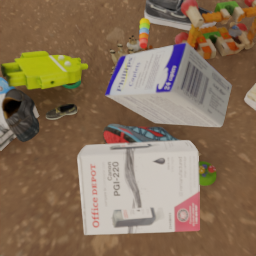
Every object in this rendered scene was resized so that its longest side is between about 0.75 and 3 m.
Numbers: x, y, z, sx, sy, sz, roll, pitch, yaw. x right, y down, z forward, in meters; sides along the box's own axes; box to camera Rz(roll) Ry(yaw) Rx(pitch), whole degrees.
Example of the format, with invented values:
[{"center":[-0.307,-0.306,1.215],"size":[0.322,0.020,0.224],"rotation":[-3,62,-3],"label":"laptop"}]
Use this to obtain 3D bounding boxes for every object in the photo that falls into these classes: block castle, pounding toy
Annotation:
[{"center":[3.201,-3.669,9.910],"size":[2.862,1.912,1.343],"rotation":[-12,58,-8],"label":"block castle"},{"center":[2.086,1.124,7.845],"size":[0.717,0.431,0.929],"rotation":[-29,63,-17],"label":"pounding toy"}]

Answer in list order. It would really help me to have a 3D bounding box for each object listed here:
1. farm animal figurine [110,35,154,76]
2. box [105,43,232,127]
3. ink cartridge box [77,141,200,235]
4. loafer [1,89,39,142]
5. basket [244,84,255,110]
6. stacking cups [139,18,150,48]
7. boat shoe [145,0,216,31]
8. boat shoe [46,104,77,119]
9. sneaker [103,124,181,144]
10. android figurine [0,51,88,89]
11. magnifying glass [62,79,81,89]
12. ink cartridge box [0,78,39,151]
[{"center":[0.016,-2.134,9.615],"size":[1.828,0.953,1.808],"rotation":[-33,52,-10],"label":"farm animal figurine"},{"center":[0.893,-0.848,6.284],"size":[2.027,1.864,1.063],"rotation":[5,73,49],"label":"box"},{"center":[0.128,0.688,3.343],"size":[1.343,0.570,0.978],"rotation":[-3,98,4],"label":"ink cartridge box"},{"center":[-2.468,-0.469,6.182],"size":[0.658,0.653,1.808],"rotation":[-38,45,-6],"label":"loafer"},{"center":[5.438,-1.085,8.410],"size":[2.864,1.767,1.941],"rotation":[39,67,20],"label":"basket"},{"center":[0.369,-2.168,6.483],"size":[0.241,0.241,0.797],"rotation":[4,62,2],"label":"stacking cups"},{"center":[2.093,-4.625,11.031],"size":[2.874,0.974,1.031],"rotation":[12,59,7],"label":"boat shoe"},{"center":[-2.144,-0.552,8.941],"size":[1.010,0.304,0.360],"rotation":[-16,60,-9],"label":"boat shoe"},{"center":[0.582,0.495,8.084],"size":[2.676,1.061,1.278],"rotation":[22,38,15],"label":"sneaker"},{"center":[-2.647,-1.915,9.128],"size":[2.640,0.542,2.403],"rotation":[-14,38,-26],"label":"android figurine"},{"center":[-2.397,-1.716,9.740],"size":[1.536,0.172,0.611],"rotation":[10,59,7],"label":"magnifying glass"},{"center":[-4.136,-0.117,8.267],"size":[1.465,0.857,2.526],"rotation":[36,64,12],"label":"ink cartridge box"}]
